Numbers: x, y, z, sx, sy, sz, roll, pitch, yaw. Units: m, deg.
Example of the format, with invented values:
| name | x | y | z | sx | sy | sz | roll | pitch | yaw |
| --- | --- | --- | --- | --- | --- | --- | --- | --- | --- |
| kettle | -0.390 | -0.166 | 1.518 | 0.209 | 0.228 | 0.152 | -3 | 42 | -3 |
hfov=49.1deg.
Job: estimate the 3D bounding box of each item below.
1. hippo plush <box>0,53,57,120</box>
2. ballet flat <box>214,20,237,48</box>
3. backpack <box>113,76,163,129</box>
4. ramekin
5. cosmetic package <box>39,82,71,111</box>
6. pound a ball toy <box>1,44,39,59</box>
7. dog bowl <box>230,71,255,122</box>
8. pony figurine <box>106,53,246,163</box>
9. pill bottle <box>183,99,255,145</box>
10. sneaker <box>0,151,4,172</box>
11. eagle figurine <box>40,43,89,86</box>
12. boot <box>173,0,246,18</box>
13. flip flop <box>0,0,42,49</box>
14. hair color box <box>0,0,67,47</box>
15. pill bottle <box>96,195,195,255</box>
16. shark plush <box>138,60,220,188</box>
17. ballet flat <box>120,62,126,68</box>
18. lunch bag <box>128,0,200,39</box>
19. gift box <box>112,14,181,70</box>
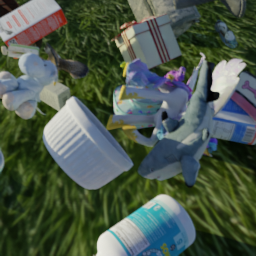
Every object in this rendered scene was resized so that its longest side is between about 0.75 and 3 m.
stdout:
| name | x | y | z | sx | sy | sz | roll | pitch | yaw |
| --- | --- | --- | --- | --- | --- | --- | --- | --- | --- |
| hippo plush | -2.477 | -1.121 | 7.402 | 1.414 | 1.759 | 1.401 | -41 | 49 | 15 |
| ballet flat | 3.671 | -3.559 | 10.541 | 0.484 | 0.484 | 1.303 | -21 | 63 | -18 |
| backpack | 0.473 | -0.921 | 10.270 | 2.073 | 1.589 | 1.822 | -14 | 54 | -5 |
| ramekin | -0.882 | 0.381 | 5.869 | 1.007 | 1.918 | 1.918 | -41 | 55 | -1 |
| cosmetic package | -3.111 | -1.444 | 11.185 | 1.746 | 0.918 | 0.621 | 31 | 53 | 24 |
| pound a ball toy | -2.989 | -2.062 | 7.809 | 0.915 | 0.389 | 0.596 | 4 | 26 | -14 |
| dog bowl | 4.490 | -0.652 | 9.489 | 0.987 | 2.677 | 2.677 | -46 | 50 | 15 |
| pony figurine | 1.204 | -0.635 | 7.055 | 2.915 | 2.814 | 2.428 | 16 | 14 | -9 |
| pill bottle | 3.197 | -0.358 | 9.782 | 2.605 | 1.462 | 1.462 | 12 | 48 | 11 |
| sneaker | -2.900 | 0.343 | 5.500 | 0.602 | 0.965 | 1.637 | -7 | 57 | -36 |
| eagle figurine | -2.292 | -2.057 | 9.100 | 1.834 | 1.384 | 1.391 | -11 | 20 | 41 |
| boot | 2.430 | -3.998 | 8.689 | 1.989 | 0.722 | 1.809 | -9 | 62 | -3 |
| flip flop | -4.187 | -3.855 | 10.359 | 1.170 | 2.884 | 0.830 | -40 | 56 | -7 |
| hair color box | -2.993 | -3.217 | 8.589 | 1.927 | 0.616 | 1.068 | -33 | 61 | -8 |
| pill bottle | 0.261 | 2.859 | 6.780 | 2.578 | 1.428 | 1.428 | -28 | 53 | -23 |
| shark plush | 1.156 | 0.036 | 5.880 | 1.167 | 2.803 | 1.273 | 19 | 32 | 2 |
| ballet flat | -0.034 | -3.060 | 13.172 | 0.279 | 0.278 | 0.831 | 40 | 59 | 6 |
| lunch bag | 1.428 | -4.654 | 10.597 | 1.717 | 2.067 | 2.465 | -24 | 91 | -46 |
| gift box | 0.529 | -2.871 | 9.751 | 1.663 | 1.683 | 1.802 | -28 | 12 | -27 |
